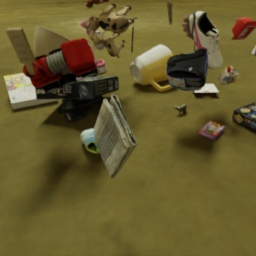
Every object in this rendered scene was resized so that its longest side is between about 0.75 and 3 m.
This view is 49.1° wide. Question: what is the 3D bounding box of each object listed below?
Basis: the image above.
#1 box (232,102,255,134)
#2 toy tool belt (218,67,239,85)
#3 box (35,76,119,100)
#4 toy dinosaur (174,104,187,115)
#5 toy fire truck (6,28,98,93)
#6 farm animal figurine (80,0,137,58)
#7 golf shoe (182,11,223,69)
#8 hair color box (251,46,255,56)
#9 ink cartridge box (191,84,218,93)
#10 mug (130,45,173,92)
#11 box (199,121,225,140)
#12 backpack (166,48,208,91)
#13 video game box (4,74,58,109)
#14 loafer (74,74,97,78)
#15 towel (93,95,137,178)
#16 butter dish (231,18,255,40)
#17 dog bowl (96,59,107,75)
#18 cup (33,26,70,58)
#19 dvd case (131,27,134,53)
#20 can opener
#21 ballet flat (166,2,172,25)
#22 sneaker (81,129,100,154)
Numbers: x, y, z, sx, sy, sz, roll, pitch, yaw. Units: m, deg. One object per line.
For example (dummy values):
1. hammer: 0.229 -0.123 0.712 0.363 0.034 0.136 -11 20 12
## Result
1. box: 5.232 -0.290 9.939 2.110 0.524 2.094 -17 35 -25
2. toy tool belt: 3.521 -1.795 9.609 0.551 0.897 0.560 5 68 -7
3. box: -1.860 -1.605 10.934 2.255 0.613 2.815 1 14 17
4. toy dinosaur: 2.122 -0.754 10.807 0.775 0.396 0.298 -23 38 -30
5. toy fire truck: -2.023 -1.900 7.504 1.947 1.423 2.212 -19 4 8
6. farm animal figurine: -1.025 -3.792 10.845 2.083 2.580 1.297 38 63 0
7. golf shoe: 2.812 -3.030 9.948 0.830 2.286 1.053 -44 24 -12
8. hair color box: 3.829 -2.404 6.653 0.549 1.810 0.896 16 26 -15
9. ink cartridge box: 3.369 -1.665 12.429 1.061 0.237 0.935 -1 31 0
10. mug: 1.163 -2.746 12.972 1.716 1.674 2.090 -26 33 -23
11. box: 2.904 0.084 9.657 0.585 0.167 0.855 23 39 33
12. backpack: 1.879 -1.820 9.013 1.289 1.042 1.353 7 56 15
13. video game box: -4.091 -1.652 11.769 1.846 0.432 1.682 -14 57 -22
14. loafer: -2.775 -2.517 13.132 2.650 0.945 0.967 -7 32 -11
15. towel: -0.302 0.158 4.926 0.200 1.160 1.117 -3 53 -30
16. butter dish: 4.073 -3.626 9.998 0.851 0.854 0.631 -14 67 -32
17. dog bowl: -1.760 -3.260 14.805 1.269 0.468 1.269 0 31 0
18. cup: -2.772 -2.761 10.202 1.643 1.175 1.643 25 3 -1
19. dvd case: 0.197 -3.989 12.706 0.083 0.948 0.677 3 -10 0
20. can opener: -1.858 -0.927 10.926 0.713 0.885 2.250 -10 16 34
21. ballet flat: 1.504 -4.192 10.247 0.192 0.829 0.279 -4 8 -7
22. sneaker: -0.705 0.376 8.819 1.483 0.590 0.968 -16 32 -8
